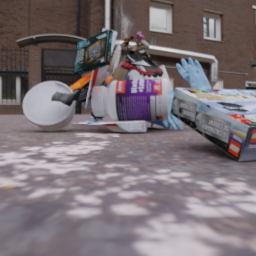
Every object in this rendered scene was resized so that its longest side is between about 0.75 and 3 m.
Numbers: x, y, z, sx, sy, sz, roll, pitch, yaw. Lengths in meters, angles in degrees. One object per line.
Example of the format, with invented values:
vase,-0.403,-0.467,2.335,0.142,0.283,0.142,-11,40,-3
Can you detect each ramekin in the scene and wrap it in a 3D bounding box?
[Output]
ramekin,-2.615,-0.675,9.605,1.737,1.737,0.809,0,-25,1

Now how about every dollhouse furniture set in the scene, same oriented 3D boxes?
dollhouse furniture set,0.475,-1.136,11.386,2.706,1.766,2.555,19,-4,-14

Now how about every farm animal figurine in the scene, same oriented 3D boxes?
farm animal figurine,0.435,-3.061,10.609,0.681,1.094,1.354,-25,21,-26

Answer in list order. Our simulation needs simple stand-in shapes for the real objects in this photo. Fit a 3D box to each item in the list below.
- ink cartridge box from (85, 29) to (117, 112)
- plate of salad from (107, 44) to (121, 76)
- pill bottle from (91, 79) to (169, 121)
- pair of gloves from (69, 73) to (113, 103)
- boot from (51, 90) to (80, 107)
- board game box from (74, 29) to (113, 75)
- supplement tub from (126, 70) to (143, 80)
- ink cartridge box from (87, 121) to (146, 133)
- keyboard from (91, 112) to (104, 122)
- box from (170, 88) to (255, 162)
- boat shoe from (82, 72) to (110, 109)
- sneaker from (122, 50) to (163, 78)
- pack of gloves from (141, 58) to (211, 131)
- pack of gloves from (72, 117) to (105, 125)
ink cartridge box,-0.972,-1.921,9.816,0.596,2.379,1.930,10,-19,-10
plate of salad,-0.593,-2.768,11.411,0.326,1.358,1.358,18,5,3
pill bottle,0.094,-0.912,9.325,2.468,1.375,1.375,-1,3,7
pair of gloves,-1.669,-1.941,12.667,2.111,0.293,2.370,-33,33,-3
boot,-1.969,-1.043,8.898,0.665,0.345,1.019,18,29,8
board game box,-1.082,-2.281,8.564,1.553,1.050,0.219,-4,-13,45
supplement tub,0.339,-1.787,11.641,0.983,0.983,1.359,0,-16,-8
ink cartridge box,-0.385,0.000,8.918,1.572,0.394,1.275,-6,3,-24
keyboard,-1.489,-1.053,14.885,0.548,1.438,2.764,28,11,9
box,2.538,-0.179,5.084,2.928,0.584,2.005,-1,22,-21
boat shoe,-1.457,-1.926,14.220,0.832,2.253,0.961,38,7,-9
sneaker,0.515,-2.185,9.406,1.611,0.787,0.569,28,27,31
pack of gloves,1.963,-1.300,10.011,2.205,2.625,0.518,-20,-16,-6
pack of gloves,-1.783,-0.399,15.187,1.884,0.372,1.583,2,3,27
